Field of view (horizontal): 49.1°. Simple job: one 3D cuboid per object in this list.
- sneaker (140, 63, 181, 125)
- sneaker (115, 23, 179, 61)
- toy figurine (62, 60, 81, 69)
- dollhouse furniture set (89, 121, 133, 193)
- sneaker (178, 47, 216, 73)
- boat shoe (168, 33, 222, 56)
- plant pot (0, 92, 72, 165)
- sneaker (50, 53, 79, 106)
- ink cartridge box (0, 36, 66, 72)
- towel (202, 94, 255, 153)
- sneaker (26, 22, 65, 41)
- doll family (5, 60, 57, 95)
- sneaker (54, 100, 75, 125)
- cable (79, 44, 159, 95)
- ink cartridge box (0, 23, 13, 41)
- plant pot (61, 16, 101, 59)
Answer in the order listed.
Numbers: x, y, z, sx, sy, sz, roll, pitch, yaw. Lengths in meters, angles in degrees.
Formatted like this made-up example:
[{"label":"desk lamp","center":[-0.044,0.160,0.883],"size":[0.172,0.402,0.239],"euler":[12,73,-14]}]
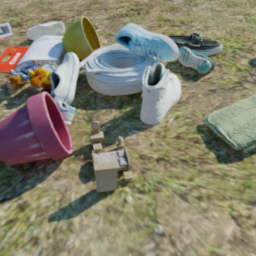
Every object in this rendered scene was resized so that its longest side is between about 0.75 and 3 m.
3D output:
[{"label":"sneaker","center":[1.223,-1.552,9.562],"size":[1.048,1.644,2.846],"euler":[13,41,17]},{"label":"sneaker","center":[0.603,-2.992,10.460],"size":[2.639,0.976,1.081],"euler":[32,62,30]},{"label":"toy figurine","center":[-2.286,-2.496,11.551],"size":[0.918,0.689,0.845],"euler":[-24,8,32]},{"label":"dollhouse furniture set","center":[-0.488,0.642,7.527],"size":[1.000,0.854,1.929],"euler":[-5,41,-10]},{"label":"sneaker","center":[2.932,-2.895,11.984],"size":[0.871,0.741,1.910],"euler":[-11,43,-37]},{"label":"boat shoe","center":[3.064,-3.875,12.865],"size":[2.626,0.836,0.929],"euler":[-2,41,-2]},{"label":"plant pot","center":[-2.623,0.167,7.606],"size":[1.635,1.826,1.826],"euler":[-22,43,-1]},{"label":"sneaker","center":[-2.242,-1.852,9.733],"size":[0.792,0.817,2.237],"euler":[24,48,-35]},{"label":"ink cartridge box","center":[-4.283,-3.296,12.318],"size":[2.998,0.855,2.436],"euler":[5,41,-1]},{"label":"towel","center":[3.789,-0.228,8.736],"size":[2.475,0.452,1.836],"euler":[-21,42,-17]},{"label":"sneaker","center":[-4.269,-4.899,14.235],"size":[0.847,0.804,2.104],"euler":[23,39,37]},{"label":"doll family","center":[-3.616,-1.968,10.454],"size":[2.396,1.079,1.487],"euler":[12,42,14]},{"label":"sneaker","center":[-2.330,-0.609,9.082],"size":[1.514,0.611,0.579],"euler":[24,1,27]},{"label":"cable","center":[-0.239,-2.306,10.941],"size":[2.860,0.990,2.860],"euler":[13,41,14]},{"label":"ink cartridge box","center":[-6.729,-3.622,11.887],"size":[2.828,0.614,2.802],"euler":[-35,27,-34]},{"label":"plant pot","center":[-2.127,-3.742,12.265],"size":[1.273,1.794,1.794],"euler":[-18,38,16]}]
